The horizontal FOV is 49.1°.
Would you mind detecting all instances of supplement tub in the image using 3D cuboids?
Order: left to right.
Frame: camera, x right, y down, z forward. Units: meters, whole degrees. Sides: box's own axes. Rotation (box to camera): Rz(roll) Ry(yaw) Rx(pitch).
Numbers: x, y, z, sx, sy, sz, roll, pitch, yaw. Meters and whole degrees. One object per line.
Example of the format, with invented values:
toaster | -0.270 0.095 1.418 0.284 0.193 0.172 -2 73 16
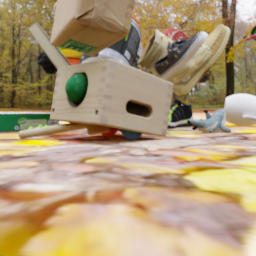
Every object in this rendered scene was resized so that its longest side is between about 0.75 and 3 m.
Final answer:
supplement tub | -0.527 -2.768 9.779 1.741 2.841 1.741 11 -33 7

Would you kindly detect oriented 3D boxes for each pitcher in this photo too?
pitcher | 5.138 -0.595 11.552 2.235 1.355 1.917 7 25 17

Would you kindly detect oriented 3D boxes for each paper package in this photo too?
paper package | -0.802 -2.993 6.390 1.233 2.272 2.384 12 -2 -27

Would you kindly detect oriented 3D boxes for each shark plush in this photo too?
shark plush | 2.346 -0.210 8.521 1.711 0.712 0.777 -2 4 -25

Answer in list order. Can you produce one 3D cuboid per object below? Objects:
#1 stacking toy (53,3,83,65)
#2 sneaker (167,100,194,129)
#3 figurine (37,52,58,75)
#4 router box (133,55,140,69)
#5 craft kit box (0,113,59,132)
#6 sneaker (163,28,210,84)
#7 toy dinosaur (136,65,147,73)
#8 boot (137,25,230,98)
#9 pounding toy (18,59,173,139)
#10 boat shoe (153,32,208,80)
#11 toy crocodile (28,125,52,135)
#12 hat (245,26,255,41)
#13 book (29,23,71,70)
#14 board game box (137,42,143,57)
stacking toy | -2.070 -2.869 10.085 1.276 2.989 1.276 2 2 0
sneaker | 1.669 -0.552 10.864 0.934 1.078 2.604 3 5 42
figurine | -2.872 -3.216 12.067 2.197 0.946 2.144 -34 12 -4
router box | -0.784 -3.040 12.055 2.358 1.767 0.733 39 -1 -27
craft kit box | -4.318 -0.240 9.809 2.894 0.702 2.858 -3 2 -38
sneaker | 2.263 -2.926 11.885 1.057 2.715 1.116 -39 11 -19
toy dinosaur | 0.172 -2.868 13.575 2.753 1.462 0.832 -22 8 -35
boot | 1.980 -2.901 10.067 2.315 2.979 1.084 34 12 -15
pounding toy | -0.768 -0.415 6.658 2.600 1.848 2.394 11 -4 -43
boat shoe | 1.444 -2.246 8.415 0.745 0.786 2.248 38 -25 -8
toy crocodile | -2.408 0.098 7.588 0.311 0.284 0.921 2 9 27
hat | 4.403 -2.916 9.260 0.907 0.799 0.751 1 -37 27
book | -2.263 -2.259 8.636 0.436 1.814 1.212 -38 14 -1
board game box | 0.186 -3.664 12.933 0.981 1.282 0.258 -32 32 -20
